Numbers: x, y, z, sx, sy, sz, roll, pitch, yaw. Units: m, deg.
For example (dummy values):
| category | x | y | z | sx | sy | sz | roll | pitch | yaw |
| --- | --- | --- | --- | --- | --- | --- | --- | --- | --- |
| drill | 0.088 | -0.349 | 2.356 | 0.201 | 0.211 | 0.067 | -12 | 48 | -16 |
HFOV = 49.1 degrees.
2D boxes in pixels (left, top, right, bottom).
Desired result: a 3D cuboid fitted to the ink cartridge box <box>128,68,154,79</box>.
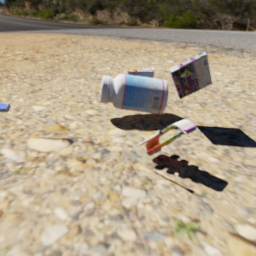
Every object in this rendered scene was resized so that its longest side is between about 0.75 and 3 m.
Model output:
| category | x | y | z | sx | sy | sz | roll | pitch | yaw |
| --- | --- | --- | --- | --- | --- | --- | --- | --- | --- |
| ink cartridge box | 0.769 | -3.216 | 16.749 | 1.528 | 0.641 | 1.341 | 1 | 24 | 3 |

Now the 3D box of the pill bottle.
| category | x | y | z | sx | sy | sz | roll | pitch | yaw |
| --- | --- | --- | --- | --- | --- | --- | --- | --- | --- |
| pill bottle | 0.212 | -1.367 | 11.137 | 2.570 | 1.397 | 1.397 | 7 | 24 | -7 |

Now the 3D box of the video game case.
| category | x | y | z | sx | sy | sz | roll | pitch | yaw |
| --- | --- | --- | --- | --- | --- | --- | --- | --- | --- |
| video game case | 2.304 | -1.853 | 10.158 | 1.365 | 1.506 | 0.270 | -27 | 50 | 6 |

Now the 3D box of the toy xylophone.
| category | x | y | z | sx | sy | sz | roll | pitch | yaw |
| --- | --- | --- | --- | --- | --- | --- | --- | --- | --- |
| toy xylophone | 1.031 | 0.310 | 7.858 | 1.245 | 0.427 | 1.700 | -21 | -12 | -35 |

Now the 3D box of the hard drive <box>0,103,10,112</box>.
| category | x | y | z | sx | sy | sz | roll | pitch | yaw |
| --- | --- | --- | --- | --- | --- | --- | --- | --- | --- |
| hard drive | -5.817 | -0.884 | 12.204 | 1.120 | 0.142 | 0.739 | -3 | 25 | -8 |
